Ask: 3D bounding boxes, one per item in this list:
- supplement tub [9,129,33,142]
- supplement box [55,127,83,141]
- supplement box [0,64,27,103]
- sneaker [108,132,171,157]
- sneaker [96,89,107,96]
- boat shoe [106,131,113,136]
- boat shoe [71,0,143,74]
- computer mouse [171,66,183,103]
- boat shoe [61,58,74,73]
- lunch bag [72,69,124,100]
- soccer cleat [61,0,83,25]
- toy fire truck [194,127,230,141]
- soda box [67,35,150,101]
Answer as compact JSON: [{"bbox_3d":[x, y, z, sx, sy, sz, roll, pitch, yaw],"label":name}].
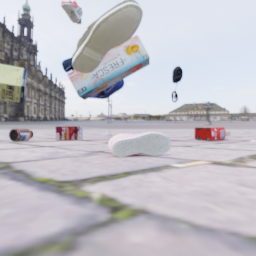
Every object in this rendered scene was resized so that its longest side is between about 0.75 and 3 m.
[{"bbox_3d":[-4.012,0.263,10.591,0.489,0.489,0.914,0,0,20],"label":"supplement tub"},{"bbox_3d":[-2.354,0.220,11.204,1.041,0.566,0.317,-1,0,3],"label":"supplement box"},{"bbox_3d":[-4.132,-1.548,9.679,1.094,1.095,0.735,7,-47,-21],"label":"supplement box"},{"bbox_3d":[0.180,0.296,5.372,1.192,0.449,0.623,-4,7,-18],"label":"sneaker"},{"bbox_3d":[-1.316,-1.380,10.445,1.114,0.420,0.437,15,43,17],"label":"sneaker"},{"bbox_3d":[-1.099,0.343,16.937,0.307,0.279,0.835,0,0,7],"label":"boat shoe"},{"bbox_3d":[-0.649,-2.528,7.545,0.954,0.798,2.670,23,-40,-34],"label":"boat shoe"},{"bbox_3d":[1.887,-1.727,11.177,0.445,1.518,0.258,-15,32,-32],"label":"computer mouse"},{"bbox_3d":[-2.035,-2.851,12.229,1.706,0.586,0.718,-21,-16,15],"label":"boat shoe"},{"bbox_3d":[-1.536,-2.662,13.314,1.693,2.492,1.649,-34,-9,19],"label":"lunch bag"},{"bbox_3d":[-1.581,-3.298,8.029,0.421,0.522,1.226,-2,9,8],"label":"soccer cleat"},{"bbox_3d":[3.555,0.238,11.409,1.525,0.527,2.163,0,0,-10],"label":"toy fire truck"},{"bbox_3d":[-0.638,-2.050,9.772,2.777,0.950,0.883,-28,-5,3],"label":"soda box"}]
